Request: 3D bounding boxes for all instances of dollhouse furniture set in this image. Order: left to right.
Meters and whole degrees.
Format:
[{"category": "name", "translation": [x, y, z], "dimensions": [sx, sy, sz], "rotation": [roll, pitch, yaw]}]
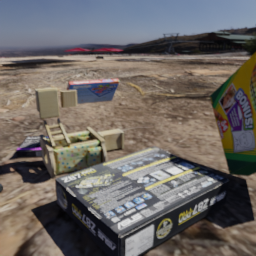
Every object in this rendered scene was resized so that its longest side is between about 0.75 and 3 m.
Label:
[{"category": "dollhouse furniture set", "translation": [-1.123, -0.077, 7.900], "dimensions": [2.529, 2.237, 1.406], "rotation": [-10, 22, -25]}]

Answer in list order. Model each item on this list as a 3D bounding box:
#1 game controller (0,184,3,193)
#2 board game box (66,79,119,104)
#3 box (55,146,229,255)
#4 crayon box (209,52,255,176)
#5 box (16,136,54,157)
[{"category": "game controller", "translation": [-3.698, 1.466, 6.547], "dimensions": [1.452, 0.306, 0.757], "rotation": [5, 34, 17]}, {"category": "board game box", "translation": [-1.165, -1.158, 8.988], "dimensions": [1.720, 0.885, 0.167], "rotation": [-9, 55, -33]}, {"category": "box", "translation": [0.288, 1.359, 6.055], "dimensions": [2.971, 0.730, 2.395], "rotation": [-15, 25, -37]}, {"category": "crayon box", "translation": [3.133, -0.357, 6.878], "dimensions": [0.721, 2.135, 2.474], "rotation": [7, 58, -20]}, {"category": "box", "translation": [-2.970, 0.578, 9.095], "dimensions": [0.934, 0.236, 1.306], "rotation": [-1, 20, -4]}]
